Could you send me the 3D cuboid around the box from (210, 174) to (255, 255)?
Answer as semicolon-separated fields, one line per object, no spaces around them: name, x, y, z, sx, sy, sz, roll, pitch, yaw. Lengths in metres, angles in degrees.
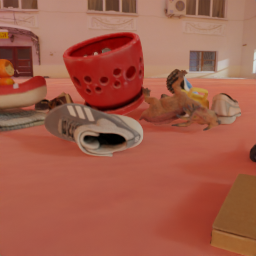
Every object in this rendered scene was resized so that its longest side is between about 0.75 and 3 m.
box;2.133;1.015;2.952;2.109;0.224;1.724;6;13;29

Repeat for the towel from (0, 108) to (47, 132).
towel;-3.642;-0.337;8.847;2.150;0.386;2.233;9;14;36

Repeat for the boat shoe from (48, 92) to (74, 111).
boat shoe;-2.360;-0.706;9.890;0.871;0.873;2.420;-29;23;-12

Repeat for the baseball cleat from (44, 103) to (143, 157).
baseball cleat;-1.020;-0.013;6.108;2.612;0.911;1.390;5;13;24

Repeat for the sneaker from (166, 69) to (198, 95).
sneaker;2.272;-1.427;11.253;0.829;2.115;0.951;-37;-28;28

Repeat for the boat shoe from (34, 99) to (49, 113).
boat shoe;-3.373;-0.941;11.406;0.566;0.478;1.587;0;12;1

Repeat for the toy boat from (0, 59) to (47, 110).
toy boat;-3.768;-1.372;8.731;2.323;1.518;1.516;-9;4;-18

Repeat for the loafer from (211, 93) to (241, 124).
loafer;3.372;-0.812;9.727;1.062;0.929;2.955;5;13;22

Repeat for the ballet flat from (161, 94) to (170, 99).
ballet flat;1.528;-0.829;10.306;0.582;0.845;2.509;1;6;11

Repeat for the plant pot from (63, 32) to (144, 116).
plant pot;-0.576;-1.635;8.843;2.373;2.161;2.373;-13;30;8

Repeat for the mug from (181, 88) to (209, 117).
mug;2.217;-0.766;9.537;1.023;0.998;1.246;7;-2;-7

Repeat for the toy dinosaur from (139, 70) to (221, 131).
toy dinosaur;1.185;-0.480;7.982;2.477;1.679;1.063;-19;-39;27

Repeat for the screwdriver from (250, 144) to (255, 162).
screwdriver;2.819;0.372;5.917;0.273;0.262;1.880;40;28;21
